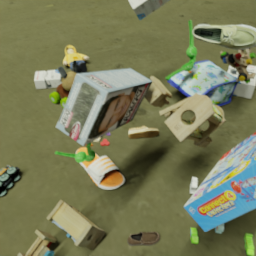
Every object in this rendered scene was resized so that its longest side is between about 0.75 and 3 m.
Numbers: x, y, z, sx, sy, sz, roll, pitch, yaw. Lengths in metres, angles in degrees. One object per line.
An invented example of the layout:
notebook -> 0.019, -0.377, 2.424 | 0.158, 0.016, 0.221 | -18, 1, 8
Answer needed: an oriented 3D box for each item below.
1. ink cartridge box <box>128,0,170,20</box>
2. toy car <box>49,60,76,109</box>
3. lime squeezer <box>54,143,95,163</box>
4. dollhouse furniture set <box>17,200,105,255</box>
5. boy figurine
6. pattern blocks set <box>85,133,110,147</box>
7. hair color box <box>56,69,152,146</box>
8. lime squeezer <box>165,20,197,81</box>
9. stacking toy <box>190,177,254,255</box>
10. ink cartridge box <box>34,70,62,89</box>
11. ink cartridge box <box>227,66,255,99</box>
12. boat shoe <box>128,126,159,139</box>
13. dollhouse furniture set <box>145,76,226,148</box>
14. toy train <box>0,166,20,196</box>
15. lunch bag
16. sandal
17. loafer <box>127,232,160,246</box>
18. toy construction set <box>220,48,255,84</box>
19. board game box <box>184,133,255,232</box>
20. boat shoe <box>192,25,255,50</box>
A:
ink cartridge box -> 0.848, -4.902, 10.718 | 1.477, 0.855, 0.492 | -30, 72, 13
toy car -> -2.621, -2.020, 12.327 | 1.444, 1.830, 1.503 | 27, 48, 27
lime squeezer -> -1.293, 0.725, 7.452 | 0.664, 1.881, 0.355 | 16, 70, -35
dollhouse furniture set -> -1.678, 3.038, 7.370 | 1.174, 1.167, 1.666 | 29, 73, 28
boy figurine -> -2.833, -3.691, 15.077 | 1.418, 0.735, 2.280 | -16, 46, -13
pattern blocks set -> -1.389, 0.298, 11.012 | 1.362, 0.110, 1.197 | 0, 41, 0
hair color box -> -0.427, -0.618, 6.618 | 0.792, 1.293, 2.611 | 33, 24, 14
lime squeezer -> 2.322, -2.930, 11.333 | 0.967, 0.517, 2.739 | 25, 79, -13
stacking toy -> 2.695, 2.475, 8.250 | 1.682, 0.524, 2.231 | 7, 43, 7
ink cartridge box -> -3.896, -2.380, 13.724 | 1.235, 0.520, 0.893 | -6, 42, -6
ink cartridge box -> 5.383, -2.318, 13.459 | 1.334, 0.777, 1.846 | 15, 44, 16
boat shoe -> 0.597, 0.127, 10.950 | 1.215, 0.448, 0.420 | -4, 47, -4
dollhouse furniture set -> 1.794, -0.633, 8.275 | 1.992, 1.252, 2.252 | 54, 20, 25
toy train -> -4.128, 1.708, 9.155 | 0.701, 0.524, 1.230 | 9, 42, 24
lunch bag -> 3.226, -1.854, 12.394 | 2.386, 1.521, 2.029 | -14, 43, -30
sandal -> -1.085, 1.227, 9.544 | 0.878, 0.657, 2.292 | -32, 51, -31
loafer -> 0.436, 3.052, 7.733 | 0.919, 0.326, 0.335 | -7, 42, -8
toy construction set -> 4.610, -2.555, 10.637 | 1.820, 1.399, 1.518 | -27, 17, 30
board game box -> 2.277, 0.672, 5.056 | 0.595, 2.086, 2.130 | 48, 45, 9
boat shoe -> 3.190, -2.991, 9.247 | 2.217, 0.798, 0.688 | 12, 27, 22
